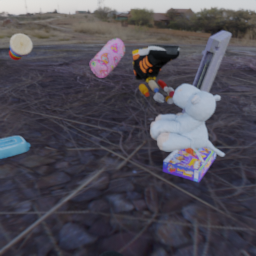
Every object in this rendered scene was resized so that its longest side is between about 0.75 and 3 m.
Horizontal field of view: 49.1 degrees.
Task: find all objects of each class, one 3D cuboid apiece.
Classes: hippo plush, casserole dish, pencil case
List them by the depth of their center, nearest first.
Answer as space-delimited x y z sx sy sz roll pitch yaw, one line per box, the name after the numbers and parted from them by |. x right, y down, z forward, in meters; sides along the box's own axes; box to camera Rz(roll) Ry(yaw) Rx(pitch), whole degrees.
1.391 -0.217 6.690 1.433 1.447 1.799 -14 41 -31 | hippo plush
-4.653 0.723 10.501 1.879 0.365 1.138 -15 27 -33 | casserole dish
-0.782 -2.780 11.055 0.864 0.864 1.976 8 42 17 | pencil case

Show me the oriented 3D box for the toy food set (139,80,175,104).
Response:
1.149 -1.203 9.791 1.445 0.690 0.650 24 24 -28 | toy food set

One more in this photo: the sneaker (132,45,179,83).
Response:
1.002 -2.335 10.465 1.043 1.341 2.981 -4 12 -21 | sneaker

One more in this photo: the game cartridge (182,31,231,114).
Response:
2.227 -1.501 8.096 0.462 2.408 1.561 24 33 15 | game cartridge

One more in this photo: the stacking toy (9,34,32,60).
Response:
-3.430 -2.406 8.716 0.620 0.620 1.451 -14 5 -29 | stacking toy

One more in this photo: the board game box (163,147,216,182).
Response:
2.134 1.083 9.556 1.226 0.408 1.823 13 26 29 | board game box

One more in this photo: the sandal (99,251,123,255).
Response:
-0.733 2.969 5.100 0.767 0.488 2.041 16 15 36 | sandal
